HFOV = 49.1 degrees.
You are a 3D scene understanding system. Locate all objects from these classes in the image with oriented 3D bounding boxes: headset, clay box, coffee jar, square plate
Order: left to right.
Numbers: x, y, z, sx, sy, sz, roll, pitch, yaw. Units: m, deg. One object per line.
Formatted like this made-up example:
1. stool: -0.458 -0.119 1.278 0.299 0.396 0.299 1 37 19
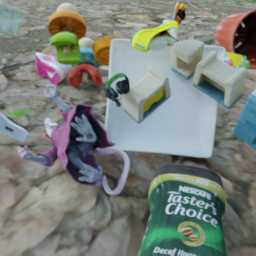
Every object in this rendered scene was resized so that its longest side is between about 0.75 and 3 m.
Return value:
1. headset: -0.240 -0.742 5.354 0.526 0.400 0.852 -28 48 21
2. square plate: 0.811 -0.673 6.696 2.640 2.615 0.375 5 9 1
3. coffee jar: 0.863 1.674 4.337 1.361 1.113 2.609 7 32 10
4. clay box: 2.369 -1.504 6.829 1.113 0.640 0.265 14 -2 7

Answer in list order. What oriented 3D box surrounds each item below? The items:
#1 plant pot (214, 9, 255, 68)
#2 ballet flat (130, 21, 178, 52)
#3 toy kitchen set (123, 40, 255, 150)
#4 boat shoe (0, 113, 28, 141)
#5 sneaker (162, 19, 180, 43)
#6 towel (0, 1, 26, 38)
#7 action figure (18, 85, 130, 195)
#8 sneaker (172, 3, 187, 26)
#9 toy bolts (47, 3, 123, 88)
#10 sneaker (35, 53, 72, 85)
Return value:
1. plant pot: 5.428 -4.301 13.195 2.484 2.484 2.416 -5 23 -8
2. ballet flat: 0.622 -1.661 5.215 0.447 0.445 1.332 38 47 27
3. toy kitchen set: 1.482 -0.283 5.862 2.047 1.505 2.555 -41 63 -14
4. boat shoe: -3.147 -0.101 7.295 1.247 0.436 0.413 31 6 -14
5. sneaker: 1.201 -2.470 8.233 0.469 1.337 0.725 6 74 20
6. towel: -3.814 -3.453 8.974 0.817 0.954 0.230 15 28 -29
7. action figure: -1.220 0.185 6.345 1.982 1.783 2.662 27 -8 -27
8. sneaker: 1.821 -3.856 9.920 0.483 1.073 0.375 19 52 16
9. toy bolts: -1.309 -2.936 9.914 2.663 2.788 1.934 -1 67 -2
10. sneaker: -3.079 -2.494 11.519 0.978 0.902 2.218 -24 47 -36
